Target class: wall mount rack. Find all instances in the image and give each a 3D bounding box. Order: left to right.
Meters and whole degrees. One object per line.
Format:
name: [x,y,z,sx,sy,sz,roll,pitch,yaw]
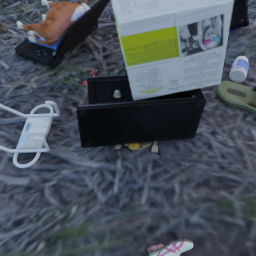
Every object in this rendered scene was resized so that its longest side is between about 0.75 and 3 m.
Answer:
wall mount rack: [-2.802,-0.044,7.207,1.822,0.782,2.097,-1,50,7]

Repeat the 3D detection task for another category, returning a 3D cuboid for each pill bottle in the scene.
pill bottle: [3.633,-1.938,9.114,0.504,0.504,0.899,19,53,15]

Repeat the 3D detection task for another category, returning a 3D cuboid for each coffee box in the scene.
coffee box: [0.845,-2.220,6.433,2.134,2.110,2.130,-12,51,2]

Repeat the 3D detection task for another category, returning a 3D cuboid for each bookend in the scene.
bookend: [0.123,-1.114,7.695,2.969,1.376,2.988,-4,47,-7]

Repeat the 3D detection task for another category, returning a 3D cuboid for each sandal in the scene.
sandal: [3.880,-0.900,8.114,2.543,0.726,1.010,16,52,13]

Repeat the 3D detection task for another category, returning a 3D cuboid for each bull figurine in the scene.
bull figurine: [-2.582,-3.932,10.104,1.715,0.920,2.825,14,49,16]

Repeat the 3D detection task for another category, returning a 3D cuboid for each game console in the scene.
game console: [-2.237,-3.682,9.746,2.633,1.742,2.994,21,53,16]

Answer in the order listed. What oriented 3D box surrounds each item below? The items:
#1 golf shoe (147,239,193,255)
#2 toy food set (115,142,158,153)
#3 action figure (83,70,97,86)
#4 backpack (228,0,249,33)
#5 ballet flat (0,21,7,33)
golf shoe: [0.878,2.503,5.603,0.926,0.336,0.427,-15,56,0]
toy food set: [0.253,0.276,7.476,1.115,0.224,0.770,5,51,4]
action figure: [-0.643,-1.363,8.247,1.296,0.641,0.423,-2,70,-20]
backpack: [3.737,-4.260,10.587,1.380,1.263,1.014,-31,35,-22]
ballet flat: [-5.490,-4.120,10.969,1.721,0.399,0.580,20,53,16]
